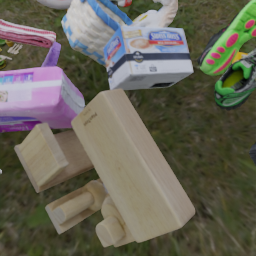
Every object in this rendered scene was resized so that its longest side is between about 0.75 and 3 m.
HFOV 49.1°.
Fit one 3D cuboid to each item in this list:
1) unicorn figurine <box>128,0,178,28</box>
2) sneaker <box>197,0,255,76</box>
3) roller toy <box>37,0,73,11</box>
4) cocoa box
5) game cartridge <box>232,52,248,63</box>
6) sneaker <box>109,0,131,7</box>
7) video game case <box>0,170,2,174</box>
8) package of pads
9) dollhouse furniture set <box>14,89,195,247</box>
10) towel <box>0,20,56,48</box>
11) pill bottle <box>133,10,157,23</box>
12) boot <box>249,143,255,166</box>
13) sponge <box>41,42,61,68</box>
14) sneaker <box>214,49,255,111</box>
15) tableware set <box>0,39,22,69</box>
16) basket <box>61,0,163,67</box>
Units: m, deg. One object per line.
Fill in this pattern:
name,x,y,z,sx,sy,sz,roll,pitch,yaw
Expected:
unicorn figurine,0.565,-2.424,7.034,1.571,0.845,2.287,-10,93,14
sneaker,2.635,-2.381,7.113,2.333,0.895,0.978,-44,27,5
roller toy,-1.865,-4.377,7.475,2.293,2.092,1.603,16,25,-27
cocoa box,0.350,-1.263,5.190,1.339,0.893,0.879,-8,83,-26
game cartridge,4.149,-2.342,9.901,0.866,0.140,0.763,18,57,10
sneaker,-0.006,-4.188,7.985,0.873,2.479,1.159,-30,100,-40
video game case,-2.102,0.939,3.567,0.101,0.786,0.865,45,107,-3
package of pads,-1.913,-0.430,4.878,2.088,1.258,0.790,-4,72,7
dollhouse furniture set,-0.103,0.488,4.412,1.830,2.245,2.135,-19,74,-50
towel,-2.092,-1.897,5.513,1.297,0.205,1.801,8,21,-15
pill bottle,0.522,-3.543,10.232,0.956,0.956,1.673,32,61,20
boot,3.082,0.243,5.479,0.564,1.416,1.718,10,52,46
sponge,-1.960,-1.416,6.731,0.235,0.880,1.577,26,28,-22
sneaker,2.580,-1.185,5.672,1.955,0.833,0.763,-45,62,4
tableware set,-4.693,-2.675,10.058,1.128,0.257,1.675,18,58,12
basket,-0.322,-2.874,6.989,2.476,2.183,1.722,-36,57,22
